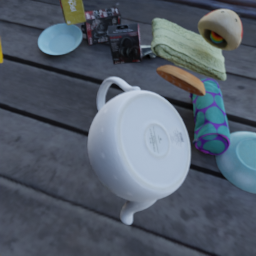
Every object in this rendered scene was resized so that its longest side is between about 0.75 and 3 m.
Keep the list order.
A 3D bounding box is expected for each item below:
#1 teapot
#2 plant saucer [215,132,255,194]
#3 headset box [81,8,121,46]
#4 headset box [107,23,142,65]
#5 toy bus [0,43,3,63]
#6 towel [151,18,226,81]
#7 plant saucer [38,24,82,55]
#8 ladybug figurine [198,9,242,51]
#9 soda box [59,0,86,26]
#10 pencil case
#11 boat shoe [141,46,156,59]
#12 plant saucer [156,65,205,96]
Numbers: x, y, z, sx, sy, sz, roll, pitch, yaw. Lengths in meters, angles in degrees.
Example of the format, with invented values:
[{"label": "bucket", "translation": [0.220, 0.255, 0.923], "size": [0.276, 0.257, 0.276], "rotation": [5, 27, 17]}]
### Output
[{"label": "teapot", "translation": [0.011, 0.405, 5.863], "size": [2.325, 1.720, 2.355], "rotation": [43, 53, -21]}, {"label": "plant saucer", "translation": [3.730, 0.869, 8.300], "size": [2.173, 0.418, 2.173], "rotation": [0, 52, 0]}, {"label": "headset box", "translation": [-1.137, -4.201, 11.668], "size": [1.629, 1.212, 0.629], "rotation": [-13, 54, -9]}, {"label": "headset box", "translation": [-0.097, -2.761, 9.093], "size": [0.984, 1.322, 0.511], "rotation": [-3, 53, 6]}, {"label": "toy bus", "translation": [-3.056, -1.991, 5.994], "size": [0.495, 1.264, 0.411], "rotation": [21, 40, 10]}, {"label": "towel", "translation": [1.682, -2.209, 7.748], "size": [2.283, 0.417, 1.694], "rotation": [18, 45, -14]}, {"label": "plant saucer", "translation": [-2.790, -3.597, 11.661], "size": [1.849, 0.356, 1.849], "rotation": [-2, 59, 3]}, {"label": "ladybug figurine", "translation": [2.309, -2.429, 6.919], "size": [1.132, 1.668, 0.600], "rotation": [34, 97, 4]}, {"label": "soda box", "translation": [-1.883, -4.326, 8.806], "size": [0.663, 1.957, 0.627], "rotation": [-17, 36, -12]}, {"label": "pencil case", "translation": [2.500, -0.386, 8.844], "size": [1.045, 1.135, 2.456], "rotation": [25, 48, -22]}, {"label": "boat shoe", "translation": [0.921, -3.038, 11.314], "size": [1.552, 0.557, 0.525], "rotation": [-9, 90, -15]}, {"label": "plant saucer", "translation": [1.407, -1.269, 7.350], "size": [1.413, 1.413, 0.264], "rotation": [30, 93, 21]}]
